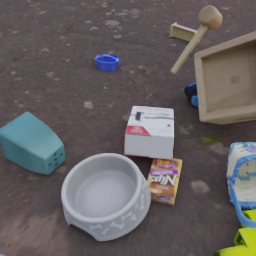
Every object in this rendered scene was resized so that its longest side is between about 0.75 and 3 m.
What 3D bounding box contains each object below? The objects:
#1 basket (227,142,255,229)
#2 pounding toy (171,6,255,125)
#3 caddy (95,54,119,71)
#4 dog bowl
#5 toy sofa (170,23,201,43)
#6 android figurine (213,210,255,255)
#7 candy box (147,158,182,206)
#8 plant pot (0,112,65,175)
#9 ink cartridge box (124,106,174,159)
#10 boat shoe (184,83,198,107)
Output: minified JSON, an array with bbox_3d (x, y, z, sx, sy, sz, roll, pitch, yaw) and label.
[{"bbox_3d":[2.734,1.079,5.372,1.702,1.342,1.930,-3,33,1],"label":"basket"},{"bbox_3d":[2.503,-1.606,7.248,2.543,2.894,1.324,-11,-11,44],"label":"pounding toy"},{"bbox_3d":[-0.746,-2.406,10.058,0.858,0.450,0.606,11,41,12],"label":"caddy"},{"bbox_3d":[-0.482,1.261,5.580,1.814,0.532,1.814,-7,44,7],"label":"dog bowl"},{"bbox_3d":[2.451,-4.023,11.845,1.286,0.533,0.627,31,51,30],"label":"toy sofa"},{"bbox_3d":[2.929,2.357,4.514,2.786,0.572,2.536,-9,42,-9],"label":"android figurine"},{"bbox_3d":[0.779,1.117,6.133,0.642,0.311,1.101,11,43,12],"label":"candy box"},{"bbox_3d":[-2.156,0.439,6.501,1.286,0.909,0.909,28,48,21],"label":"plant pot"},{"bbox_3d":[0.553,0.059,6.861,1.088,0.632,1.508,5,28,6],"label":"ink cartridge box"},{"bbox_3d":[2.874,-1.479,8.566,2.519,1.060,0.865,-17,43,-22],"label":"boat shoe"}]
